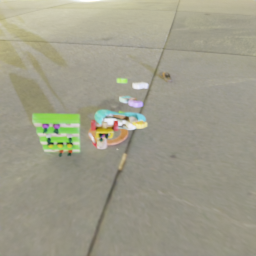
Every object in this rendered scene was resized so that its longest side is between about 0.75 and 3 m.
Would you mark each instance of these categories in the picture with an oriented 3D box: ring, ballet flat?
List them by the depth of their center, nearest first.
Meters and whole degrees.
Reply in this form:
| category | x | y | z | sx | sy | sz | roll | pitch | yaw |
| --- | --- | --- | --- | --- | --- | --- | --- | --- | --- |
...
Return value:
| category | x | y | z | sx | sy | sz | roll | pitch | yaw |
| --- | --- | --- | --- | --- | --- | --- | --- | --- | --- |
| ballet flat | -0.215 | -0.202 | 10.061 | 1.982 | 0.667 | 0.697 | 6 | 28 | -24 |
| ring | -0.797 | 0.233 | 11.255 | 1.589 | 0.153 | 1.589 | -1 | 33 | 0 |

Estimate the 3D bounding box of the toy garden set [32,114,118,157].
| category | x | y | z | sx | sy | sz | roll | pitch | yaw |
| --- | --- | --- | --- | --- | --- | --- | --- | --- | --- |
| toy garden set | -1.641 | 0.423 | 9.036 | 2.404 | 2.884 | 0.575 | 1 | 68 | -9 |

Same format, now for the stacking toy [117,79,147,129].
| category | x | y | z | sx | sy | sz | roll | pitch | yaw |
| --- | --- | --- | --- | --- | --- | --- | --- | --- | --- |
| stacking toy | 0.044 | -0.950 | 10.161 | 0.471 | 1.512 | 2.005 | -9 | 19 | -27 |

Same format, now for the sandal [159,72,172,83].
| category | x | y | z | sx | sy | sz | roll | pitch | yaw |
| --- | --- | --- | --- | --- | --- | --- | --- | --- | --- |
| sandal | 2.131 | -2.936 | 15.836 | 0.510 | 0.341 | 1.248 | -8 | 34 | -11 |
